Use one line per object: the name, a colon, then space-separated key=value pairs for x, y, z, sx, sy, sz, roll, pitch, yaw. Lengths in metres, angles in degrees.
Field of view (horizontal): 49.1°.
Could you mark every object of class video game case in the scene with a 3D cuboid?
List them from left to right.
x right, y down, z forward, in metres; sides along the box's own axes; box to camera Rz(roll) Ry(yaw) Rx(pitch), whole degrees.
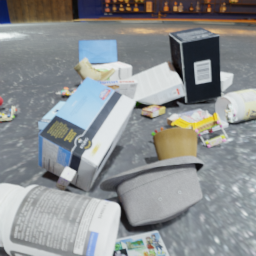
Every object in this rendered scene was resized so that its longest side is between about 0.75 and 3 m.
video game case: x=-0.031 y=2.421 z=4.551 sx=1.614 sy=0.178 sz=1.471 roll=-7 pitch=27 yaw=-13
video game case: x=2.527 y=-0.239 z=9.999 sx=1.366 sy=0.172 sz=1.499 roll=-13 pitch=29 yaw=-26

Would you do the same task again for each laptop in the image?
laptop: x=-1.838 y=-4.347 z=16.933 sx=2.394 sy=1.482 sz=2.557 roll=-3 pitch=26 yaw=-4

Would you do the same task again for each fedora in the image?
fedora: x=0.579 y=1.319 z=5.457 sx=2.099 sy=1.856 sz=0.948 roll=-13 pitch=66 yaw=-12

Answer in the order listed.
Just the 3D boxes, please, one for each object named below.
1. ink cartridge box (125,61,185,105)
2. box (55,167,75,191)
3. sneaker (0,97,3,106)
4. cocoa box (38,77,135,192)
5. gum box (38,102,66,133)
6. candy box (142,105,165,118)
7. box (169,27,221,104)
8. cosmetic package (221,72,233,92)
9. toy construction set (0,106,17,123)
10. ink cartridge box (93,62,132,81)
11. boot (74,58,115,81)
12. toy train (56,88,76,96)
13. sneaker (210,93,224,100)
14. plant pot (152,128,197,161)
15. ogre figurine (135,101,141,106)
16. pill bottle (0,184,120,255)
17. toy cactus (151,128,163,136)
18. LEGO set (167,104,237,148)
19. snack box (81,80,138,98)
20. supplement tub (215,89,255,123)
ink cartridge box: x=0.758 y=-1.599 z=11.860 sx=2.895 sy=0.726 sz=2.348 roll=-23 pitch=33 yaw=11
box: x=-1.333 y=1.094 z=5.891 sx=0.223 sy=1.151 sz=0.239 roll=29 pitch=63 yaw=-7
sneaker: x=-5.219 y=-0.537 z=10.255 sx=1.013 sy=0.687 sz=1.754 roll=28 pitch=49 yaw=30
cocoa box: x=-0.985 y=0.120 z=6.741 sx=1.400 sy=1.423 sz=2.134 roll=27 pitch=51 yaw=3
gum box: x=-1.966 y=-0.338 z=9.833 sx=1.624 sy=0.426 sz=1.912 roll=7 pitch=27 yaw=7
candy box: x=0.964 y=-0.635 z=10.623 sx=0.502 sy=0.243 sz=0.860 roll=18 pitch=23 yaw=35
box: x=2.837 y=-2.773 z=12.125 sx=1.602 sy=2.586 sz=2.542 roll=-11 pitch=26 yaw=1
cosmetic package: x=4.529 y=-2.287 z=13.748 sx=0.793 sy=0.578 sz=1.560 roll=16 pitch=32 yaw=29
toy construction set: x=-4.522 y=-0.454 z=10.218 sx=0.933 sy=0.430 sz=0.612 roll=-18 pitch=29 yaw=-11
ink cartridge box: x=-0.893 y=-2.866 z=14.698 sx=1.811 sy=0.761 sz=1.318 roll=-17 pitch=31 yaw=-31
boot: x=-1.565 y=-2.661 z=12.867 sx=1.751 sy=1.361 sz=0.637 roll=-25 pitch=13 yaw=30
toy train: x=-2.516 y=-1.557 z=12.178 sx=1.133 sy=0.315 sz=0.851 roll=8 pitch=7 yaw=12
sneaker: x=3.813 y=-1.470 z=12.382 sx=0.763 sy=0.287 sz=0.399 roll=-9 pitch=32 yaw=-9
plant pot: x=1.185 y=0.748 z=6.823 sx=1.105 sy=1.105 sz=1.186 roll=-1 pitch=66 yaw=-2
ogre figurine: x=0.268 y=-1.175 z=11.639 sx=0.585 sy=0.479 sz=0.976 roll=35 pitch=55 yaw=24
pill bottle: x=-1.240 y=1.587 z=4.541 sx=2.038 sy=1.159 sz=1.159 roll=11 pitch=27 yaw=8
toy cactus: x=1.134 y=0.247 z=8.331 sx=0.850 sy=0.434 sz=0.701 roll=26 pitch=-6 yaw=1
LEGO set: x=2.205 y=0.051 z=8.704 sx=2.357 sy=0.877 sz=1.084 roll=-12 pitch=33 yaw=42
snack box: x=-0.718 y=-1.418 z=10.538 sx=2.109 sy=0.758 sz=0.256 roll=-5 pitch=49 yaw=-17
supplement tub: x=4.017 y=-0.775 z=10.045 sx=1.491 sy=1.081 sz=1.081 roll=-12 pitch=28 yaw=-22
